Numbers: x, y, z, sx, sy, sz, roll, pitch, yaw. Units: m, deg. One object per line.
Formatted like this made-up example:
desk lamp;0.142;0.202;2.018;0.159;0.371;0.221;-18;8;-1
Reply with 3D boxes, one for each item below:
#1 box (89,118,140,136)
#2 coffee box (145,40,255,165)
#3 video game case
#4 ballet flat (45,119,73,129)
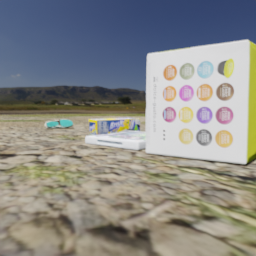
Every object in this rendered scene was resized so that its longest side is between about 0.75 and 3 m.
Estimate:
box;-0.645;-0.056;13.971;2.552;0.821;0.894;-2;5;-36
coffee box;2.557;-0.730;8.512;2.949;2.978;2.982;3;6;37
video game case;0.271;0.426;10.864;2.617;0.336;2.878;4;6;41
ballet flat;-4.409;-0.200;17.782;1.753;0.629;0.629;-2;5;-23
